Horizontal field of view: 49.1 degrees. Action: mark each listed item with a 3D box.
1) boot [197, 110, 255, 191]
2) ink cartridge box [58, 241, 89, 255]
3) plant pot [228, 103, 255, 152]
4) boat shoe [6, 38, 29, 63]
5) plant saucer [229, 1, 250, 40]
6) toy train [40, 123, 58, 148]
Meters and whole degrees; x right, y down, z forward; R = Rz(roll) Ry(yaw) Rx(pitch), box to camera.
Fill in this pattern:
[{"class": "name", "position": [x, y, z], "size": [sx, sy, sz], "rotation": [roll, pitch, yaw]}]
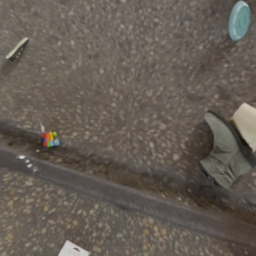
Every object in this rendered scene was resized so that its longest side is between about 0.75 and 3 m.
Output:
[{"class": "boot", "position": [2.992, 0.774, 9.451], "size": [1.643, 0.852, 2.515], "rotation": [-37, 84, 2]}, {"class": "ink cartridge box", "position": [-1.843, 4.291, 9.358], "size": [0.878, 0.196, 0.774], "rotation": [28, 85, 2]}, {"class": "plant pot", "position": [4.089, -0.108, 9.364], "size": [1.254, 1.370, 1.370], "rotation": [41, 85, 16]}, {"class": "boat shoe", "position": [-3.908, -2.791, 10.055], "size": [0.326, 0.381, 1.041], "rotation": [44, 71, -34]}, {"class": "plant saucer", "position": [3.918, -3.712, 9.755], "size": [0.175, 1.279, 1.279], "rotation": [24, 83, 43]}, {"class": "toy train", "position": [-2.726, 0.229, 9.715], "size": [0.501, 0.366, 0.866], "rotation": [-9, 87, -12]}]
